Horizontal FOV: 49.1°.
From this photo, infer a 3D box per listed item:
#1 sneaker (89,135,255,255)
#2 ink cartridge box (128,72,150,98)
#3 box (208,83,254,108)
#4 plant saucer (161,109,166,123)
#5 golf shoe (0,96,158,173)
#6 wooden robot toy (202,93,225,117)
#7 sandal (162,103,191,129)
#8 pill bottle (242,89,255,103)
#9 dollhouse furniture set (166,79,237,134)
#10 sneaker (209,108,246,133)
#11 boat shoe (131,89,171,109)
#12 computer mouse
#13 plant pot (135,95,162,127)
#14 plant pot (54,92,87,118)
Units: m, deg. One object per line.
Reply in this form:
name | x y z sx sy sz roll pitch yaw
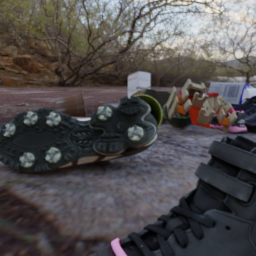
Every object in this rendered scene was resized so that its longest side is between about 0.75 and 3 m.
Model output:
sneaker | 0.419 0.637 1.943 2.304 1.142 0.814 -5 13 -20
ink cartridge box | 0.496 -1.726 13.263 0.695 1.639 1.194 -1 0 -24
box | 4.341 -1.150 11.293 1.709 0.896 1.571 16 -1 -36
plant saucer | 0.389 -0.440 10.250 2.417 0.356 2.417 0 11 0
golf shoe | -0.892 0.287 4.954 2.873 1.109 1.266 -6 -20 9
wooden robot toy | 2.814 -0.694 10.163 1.087 1.055 2.395 -7 1 40
sandal | 1.575 -0.363 8.962 0.599 0.833 2.098 -12 -6 30
pill bottle | 5.247 -0.822 9.502 2.423 1.360 1.360 1 10 7
dollhouse furniture set | 1.953 -0.575 8.106 1.744 0.898 1.725 14 37 -10
sneaker | 2.956 -0.302 8.415 0.608 0.734 1.540 -6 10 -20
boat shoe | 1.093 -1.139 11.822 0.845 0.894 2.485 -5 -14 40
computer mouse | 3.765 -0.327 8.421 1.294 0.492 1.868 -26 20 6
plant pot | 0.393 -0.231 7.510 1.069 1.069 1.143 2 -8 9
plant pot | -2.064 -0.698 10.040 1.042 1.052 1.052 -9 11 -8
